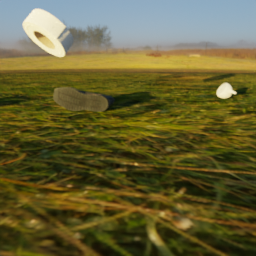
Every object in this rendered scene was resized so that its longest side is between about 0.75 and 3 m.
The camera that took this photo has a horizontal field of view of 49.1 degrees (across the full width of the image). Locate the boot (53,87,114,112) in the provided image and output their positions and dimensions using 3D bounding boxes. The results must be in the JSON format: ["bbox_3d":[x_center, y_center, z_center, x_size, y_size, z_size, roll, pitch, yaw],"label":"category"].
[{"bbox_3d":[-2.139,-1.412,14.098,2.767,1.072,1.914,16,13,7],"label":"boot"}]

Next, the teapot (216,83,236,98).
[{"bbox_3d":[5.945,-2.162,17.042,0.750,1.013,1.027,33,35,-13],"label":"teapot"}]

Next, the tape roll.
[{"bbox_3d":[-3.073,-3.625,10.849,1.897,0.663,1.897,29,-16,9],"label":"tape roll"}]
